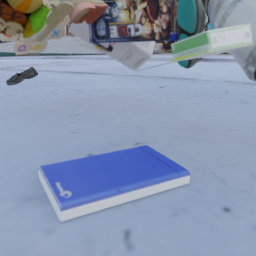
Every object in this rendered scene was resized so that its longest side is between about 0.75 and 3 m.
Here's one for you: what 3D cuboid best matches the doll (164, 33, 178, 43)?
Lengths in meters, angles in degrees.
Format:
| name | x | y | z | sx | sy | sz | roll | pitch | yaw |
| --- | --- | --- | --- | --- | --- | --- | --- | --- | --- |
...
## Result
| name | x | y | z | sx | sy | sz | roll | pitch | yaw |
| --- | --- | --- | --- | --- | --- | --- | --- | --- | --- |
| doll | 2.058 | -3.540 | 10.683 | 1.409 | 0.341 | 0.961 | -2 | 42 | 39 |

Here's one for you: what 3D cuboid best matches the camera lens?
| name | x | y | z | sx | sy | sz | roll | pitch | yaw |
| --- | --- | --- | --- | --- | --- | --- | --- | --- | --- |
| camera lens | 3.058 | -2.306 | 6.289 | 1.810 | 1.810 | 2.263 | -9 | 60 | -26 |

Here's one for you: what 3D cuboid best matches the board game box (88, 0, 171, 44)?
| name | x | y | z | sx | sy | sz | roll | pitch | yaw |
| --- | --- | --- | --- | --- | --- | --- | --- | --- | --- |
| board game box | 0.071 | -3.500 | 8.497 | 2.553 | 1.729 | 0.442 | -8 | 23 | -17 |

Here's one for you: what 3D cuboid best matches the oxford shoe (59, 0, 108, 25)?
| name | x | y | z | sx | sy | sz | roll | pitch | yaw |
| --- | --- | --- | --- | --- | --- | --- | --- | --- | --- |
| oxford shoe | -1.066 | -3.102 | 7.001 | 0.723 | 0.754 | 2.042 | -37 | 8 | 20 |

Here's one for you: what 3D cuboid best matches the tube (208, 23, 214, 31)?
| name | x | y | z | sx | sy | sz | roll | pitch | yaw |
| --- | --- | --- | --- | --- | --- | --- | --- | --- | --- |
| tube | 3.087 | -3.285 | 8.668 | 1.190 | 0.461 | 0.300 | -19 | 18 | 17 |

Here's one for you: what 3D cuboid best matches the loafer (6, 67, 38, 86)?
| name | x | y | z | sx | sy | sz | roll | pitch | yaw |
| --- | --- | --- | --- | --- | --- | --- | --- | --- | --- |
| loafer | -3.687 | -1.804 | 9.609 | 1.103 | 0.347 | 0.396 | -21 | 44 | -4 |

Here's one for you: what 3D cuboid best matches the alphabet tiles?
| name | x | y | z | sx | sy | sz | roll | pitch | yaw |
| --- | --- | --- | --- | --- | --- | --- | --- | --- | --- |
| alphabet tiles | -3.014 | -3.710 | 9.677 | 0.202 | 2.771 | 2.710 | 48 | 36 | 13 |

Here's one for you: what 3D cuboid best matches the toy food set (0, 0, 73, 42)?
| name | x | y | z | sx | sy | sz | roll | pitch | yaw |
| --- | --- | --- | --- | --- | --- | --- | --- | --- | --- |
| toy food set | -2.423 | -2.340 | 5.558 | 2.371 | 0.476 | 1.637 | 11 | -30 | -44 |

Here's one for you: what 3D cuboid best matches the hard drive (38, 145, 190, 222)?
| name | x | y | z | sx | sy | sz | roll | pitch | yaw |
| --- | --- | --- | --- | --- | --- | --- | --- | --- | --- |
| hard drive | -0.298 | 0.891 | 5.309 | 2.420 | 0.307 | 1.596 | -9 | 20 | -27 |

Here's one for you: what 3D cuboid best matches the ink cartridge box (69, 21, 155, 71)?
| name | x | y | z | sx | sy | sz | roll | pitch | yaw |
| --- | --- | --- | --- | --- | --- | --- | --- | --- | --- |
| ink cartridge box | -0.431 | -3.944 | 10.669 | 2.997 | 2.170 | 1.258 | 27 | -31 | -21 |

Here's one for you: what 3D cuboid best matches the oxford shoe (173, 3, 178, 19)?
| name | x | y | z | sx | sy | sz | roll | pitch | yaw |
| --- | --- | --- | --- | --- | --- | --- | --- | --- | --- |
| oxford shoe | 1.935 | -4.396 | 10.515 | 0.359 | 0.344 | 0.973 | -17 | 0 | -2 |

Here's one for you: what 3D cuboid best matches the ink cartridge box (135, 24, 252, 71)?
| name | x | y | z | sx | sy | sz | roll | pitch | yaw |
| --- | --- | --- | --- | --- | --- | --- | --- | --- | --- |
| ink cartridge box | 1.163 | -1.506 | 5.361 | 1.849 | 0.443 | 1.345 | -13 | 10 | -17 |

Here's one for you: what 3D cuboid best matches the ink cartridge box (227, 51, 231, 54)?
| name | x | y | z | sx | sy | sz | roll | pitch | yaw |
| --- | --- | --- | --- | --- | --- | --- | --- | --- | --- |
| ink cartridge box | 3.389 | -2.108 | 7.783 | 1.144 | 0.481 | 0.832 | 25 | 20 | 8 |

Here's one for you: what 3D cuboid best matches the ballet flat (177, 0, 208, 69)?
| name | x | y | z | sx | sy | sz | roll | pitch | yaw |
| --- | --- | --- | --- | --- | --- | --- | --- | --- | --- |
| ballet flat | 1.767 | -2.705 | 7.624 | 0.780 | 2.449 | 0.825 | -32 | 59 | -15 |
